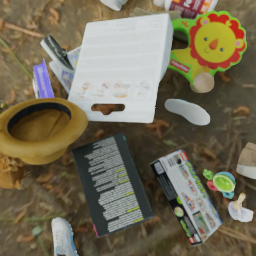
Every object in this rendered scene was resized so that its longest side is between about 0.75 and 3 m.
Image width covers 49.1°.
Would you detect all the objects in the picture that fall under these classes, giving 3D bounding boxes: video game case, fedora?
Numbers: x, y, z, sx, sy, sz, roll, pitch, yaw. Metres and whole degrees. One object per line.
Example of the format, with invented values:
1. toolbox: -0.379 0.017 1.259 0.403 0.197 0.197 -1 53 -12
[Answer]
1. video game case: -1.310 -1.900 8.626 1.810 0.163 1.296 -32 79 -11
2. fedora: -1.942 0.143 6.368 2.183 0.890 2.183 2 37 -2

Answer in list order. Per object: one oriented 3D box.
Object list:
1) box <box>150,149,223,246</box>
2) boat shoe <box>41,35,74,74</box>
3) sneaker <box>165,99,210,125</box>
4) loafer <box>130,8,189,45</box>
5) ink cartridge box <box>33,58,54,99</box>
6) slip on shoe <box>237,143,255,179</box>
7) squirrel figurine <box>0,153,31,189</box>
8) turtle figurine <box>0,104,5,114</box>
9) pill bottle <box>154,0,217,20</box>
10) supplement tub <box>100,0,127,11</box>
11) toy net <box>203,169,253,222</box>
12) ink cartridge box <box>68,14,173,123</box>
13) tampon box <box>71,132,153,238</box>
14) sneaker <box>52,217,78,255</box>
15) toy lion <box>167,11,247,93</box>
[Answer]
1. box: 1.555 1.734 7.369 1.230 0.388 2.235 -13 72 -48
2. boat shoe: -1.919 -2.067 7.876 0.381 0.423 1.195 -37 103 22
3. sneaker: 1.763 -0.521 8.054 1.363 0.558 0.504 31 113 23
4. loafer: 1.202 -3.174 8.487 2.305 0.877 0.777 21 98 -2
5. ink cartridge box: -2.351 -0.932 7.799 0.320 1.477 1.463 -12 76 -23
6. slip on shoe: 4.504 1.123 7.511 2.972 1.130 0.900 13 93 10
7. squirrel figurine: -3.028 0.725 7.260 1.266 1.789 1.670 15 77 -3
8. turtle figurine: -4.116 -0.645 8.281 0.763 0.305 0.947 24 61 -5
9. pill bottle: 1.789 -3.949 8.719 1.784 1.018 1.018 25 78 5
10. supplement tub: -0.317 -4.454 8.802 0.886 0.886 1.218 30 99 7
11. toy net: 2.622 1.872 7.370 0.351 0.953 1.817 -43 110 -39
12. ink cartridge box: -0.211 -1.466 7.277 2.416 0.848 2.973 2 75 22
13. tampon box: -0.358 1.471 7.076 1.340 1.591 2.122 -19 71 -3
14. sneaker: -1.716 3.004 7.274 0.505 0.584 1.347 -25 79 15
15. toy lion: 1.999 -2.293 7.916 2.349 0.807 2.252 28 97 2
